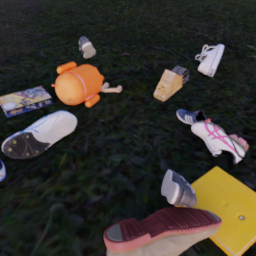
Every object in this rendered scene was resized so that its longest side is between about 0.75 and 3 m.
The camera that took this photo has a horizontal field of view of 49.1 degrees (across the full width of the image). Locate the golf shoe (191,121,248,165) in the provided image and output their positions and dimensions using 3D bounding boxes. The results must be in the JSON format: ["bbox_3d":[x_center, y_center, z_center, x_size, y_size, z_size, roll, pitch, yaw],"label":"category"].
[{"bbox_3d":[3.012,0.462,9.626,2.015,0.731,0.928,30,67,24],"label":"golf shoe"}]

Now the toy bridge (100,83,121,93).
[{"bbox_3d":[-1.130,-1.949,13.521,1.661,0.226,0.558,15,41,20],"label":"toy bridge"}]

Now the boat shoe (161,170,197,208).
[{"bbox_3d":[1.347,1.691,7.659,0.608,0.713,2.132,22,4,0],"label":"boat shoe"}]

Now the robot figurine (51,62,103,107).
[{"bbox_3d":[-2.162,-1.902,12.266,1.478,1.823,2.534,5,27,29],"label":"robot figurine"}]

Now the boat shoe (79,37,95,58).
[{"bbox_3d":[-2.373,-4.499,15.790,0.780,0.644,2.083,-29,-3,2],"label":"boat shoe"}]

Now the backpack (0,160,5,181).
[{"bbox_3d":[-4.224,1.336,8.551,0.965,0.743,0.919,-27,35,-29],"label":"backpack"}]

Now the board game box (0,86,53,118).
[{"bbox_3d":[-4.528,-1.191,12.370,1.983,0.343,1.343,-21,41,-26],"label":"board game box"}]

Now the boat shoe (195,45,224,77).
[{"bbox_3d":[4.376,-3.843,15.403,1.267,1.098,2.972,22,48,12],"label":"boat shoe"}]

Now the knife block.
[{"bbox_3d":[2.131,-2.048,13.133,0.584,1.826,1.603,31,12,32],"label":"knife block"}]

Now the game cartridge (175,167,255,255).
[{"bbox_3d":[2.615,2.173,7.612,1.890,0.348,2.144,-28,42,-23],"label":"game cartridge"}]

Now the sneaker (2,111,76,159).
[{"bbox_3d":[-3.135,0.233,9.951,1.024,1.016,2.827,9,31,44],"label":"sneaker"}]

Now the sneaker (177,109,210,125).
[{"bbox_3d":[2.606,-0.465,11.065,0.628,0.708,1.675,-23,42,-29],"label":"sneaker"}]

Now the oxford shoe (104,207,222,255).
[{"bbox_3d":[0.868,2.637,6.611,2.920,1.092,1.029,-6,12,-15],"label":"oxford shoe"}]
